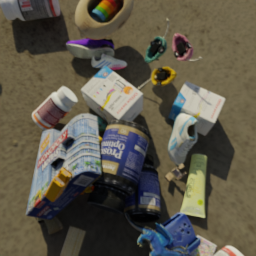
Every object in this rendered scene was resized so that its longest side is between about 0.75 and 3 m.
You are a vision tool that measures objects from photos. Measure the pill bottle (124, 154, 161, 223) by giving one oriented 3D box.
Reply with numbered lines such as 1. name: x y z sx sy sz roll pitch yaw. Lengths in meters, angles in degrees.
1. pill bottle: 0.450 1.969 9.350 1.179 1.179 2.109 1 58 0

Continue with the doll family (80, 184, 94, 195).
1. doll family: -1.683 1.667 9.658 0.799 1.101 1.774 -18 63 -48

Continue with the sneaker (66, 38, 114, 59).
1. sneaker: -1.559 -3.514 11.877 2.030 0.706 1.010 6 63 -2

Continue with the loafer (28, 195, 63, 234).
1. loafer: -2.861 2.873 9.363 1.614 0.614 0.544 42 58 15

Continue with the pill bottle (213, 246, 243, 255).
1. pill bottle: 2.390 4.852 8.116 2.708 1.569 1.569 -31 72 -10

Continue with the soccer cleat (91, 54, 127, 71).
1. soccer cleat: -0.782 -2.694 11.355 1.444 0.623 0.504 -1 35 1

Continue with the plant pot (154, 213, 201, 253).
1. plant pot: 1.546 3.478 8.878 1.194 1.194 1.074 -34 78 -10

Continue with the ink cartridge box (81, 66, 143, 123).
1. ink cartridge box: -0.540 -1.033 10.395 1.848 1.337 1.360 39 76 15

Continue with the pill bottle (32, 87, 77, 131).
1. pill bottle: -2.683 -0.717 10.311 1.588 0.907 0.907 -40 72 15

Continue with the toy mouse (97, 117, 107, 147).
1. toy mouse: -1.478 0.038 10.452 1.888 0.365 1.678 -14 57 7

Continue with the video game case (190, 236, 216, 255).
1. video game case: 2.402 4.146 9.188 0.683 0.086 0.953 27 72 10

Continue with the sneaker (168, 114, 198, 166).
1. sneaker: 1.944 0.488 9.828 0.722 0.762 1.886 -5 110 -33

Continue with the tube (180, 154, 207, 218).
1. tube: 2.388 1.993 9.798 0.551 0.616 2.122 25 68 -34

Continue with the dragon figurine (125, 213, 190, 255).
1. dragon figurine: 0.878 3.154 8.047 1.086 0.643 2.185 -39 61 2

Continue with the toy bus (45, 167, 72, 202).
1. toy bus: -1.809 1.475 7.264 0.343 1.053 0.412 39 40 5

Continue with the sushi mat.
1. sushi mat: -1.858 3.934 9.279 0.577 0.073 1.206 14 70 7

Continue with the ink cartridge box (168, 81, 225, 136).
1. ink cartridge box: 2.533 -0.701 10.456 1.591 1.151 1.171 27 67 11

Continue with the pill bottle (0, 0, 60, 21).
1. pill bottle: -4.239 -5.424 12.214 2.284 1.323 1.323 -10 69 -4

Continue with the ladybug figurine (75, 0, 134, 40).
1. ladybug figurine: -0.969 -4.572 11.199 1.908 1.011 2.811 42 79 -1

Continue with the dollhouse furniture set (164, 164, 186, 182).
1. dollhouse furniture set: 1.672 1.616 9.687 0.395 0.763 0.338 49 42 9

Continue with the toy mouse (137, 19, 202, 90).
1. toy mouse: 1.582 -2.857 10.640 2.828 0.547 2.513 -5 80 44

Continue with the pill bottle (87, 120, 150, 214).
1. pill bottle: -0.312 1.188 8.569 1.451 1.451 2.595 15 67 6

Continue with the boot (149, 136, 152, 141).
1. boot: -0.111 0.960 10.172 1.921 0.665 1.672 0 70 10

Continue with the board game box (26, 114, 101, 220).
1. board game box: -2.127 0.901 9.059 0.921 2.986 2.984 23 38 -33
